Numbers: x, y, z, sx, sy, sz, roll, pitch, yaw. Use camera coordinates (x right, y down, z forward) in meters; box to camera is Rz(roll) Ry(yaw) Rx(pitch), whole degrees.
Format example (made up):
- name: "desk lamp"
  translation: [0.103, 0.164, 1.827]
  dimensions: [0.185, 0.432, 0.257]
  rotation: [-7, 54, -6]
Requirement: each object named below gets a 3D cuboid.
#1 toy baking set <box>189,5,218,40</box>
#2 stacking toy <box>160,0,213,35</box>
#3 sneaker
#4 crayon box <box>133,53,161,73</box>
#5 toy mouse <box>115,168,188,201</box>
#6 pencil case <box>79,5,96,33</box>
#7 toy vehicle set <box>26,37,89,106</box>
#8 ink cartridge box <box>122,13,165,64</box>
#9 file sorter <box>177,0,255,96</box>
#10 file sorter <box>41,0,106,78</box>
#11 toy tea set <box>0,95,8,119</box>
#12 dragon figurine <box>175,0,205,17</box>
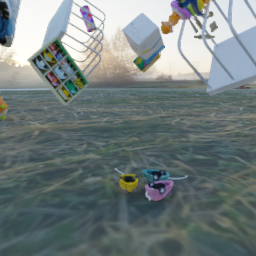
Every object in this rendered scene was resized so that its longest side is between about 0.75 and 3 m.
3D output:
- name: "toy baking set"
  translation: [2.016, -2.927, 7.826]
  dimensions: [1.227, 0.942, 0.143]
  rotation: [-15, 6, -28]
- name: "stacking toy"
  translation: [1.463, -3.088, 6.992]
  dimensions: [1.056, 1.819, 0.998]
  rotation: [35, 13, -22]
- name: "sneaker"
  translation: [-3.445, -3.289, 7.812]
  dimensions: [1.084, 1.253, 2.892]
  rotation: [27, -21, -21]
- name: "crayon box"
  translation: [0.881, -3.102, 12.664]
  dimensions: [1.105, 0.542, 1.861]
  rotation: [-41, 1, 12]
- name: "toy mouse"
  translation: [0.357, 0.761, 3.762]
  dimensions: [0.926, 0.202, 1.042]
  rotation: [-2, 10, -11]
- name: "pencil case"
  translation: [-1.671, -4.526, 11.674]
  dimensions: [0.483, 1.092, 0.483]
  rotation: [-21, 4, 1]
- name: "toy vehicle set"
  translation: [-0.895, -0.736, 3.695]
  dimensions: [0.481, 0.774, 0.103]
  rotation: [-48, 39, -17]
- name: "ink cartridge box"
  translation: [0.580, -3.162, 9.966]
  dimensions: [0.961, 0.944, 1.305]
  rotation: [50, 2, 23]
- name: "file sorter"
  translation: [3.019, -2.526, 7.010]
  dimensions: [2.958, 2.053, 1.842]
  rotation: [-18, -46, 43]
- name: "file sorter"
  translation: [-1.629, -2.692, 8.483]
  dimensions: [1.427, 2.291, 1.590]
  rotation: [26, -45, -29]
- name: "toy tea set"
  translation: [-5.484, -0.681, 11.000]
  dimensions: [1.584, 0.986, 2.663]
  rotation: [-32, 21, -10]
- name: "dragon figurine"
  translation: [1.127, -2.833, 5.346]
  dimensions: [1.788, 0.889, 0.526]
  rotation: [26, 37, -26]
